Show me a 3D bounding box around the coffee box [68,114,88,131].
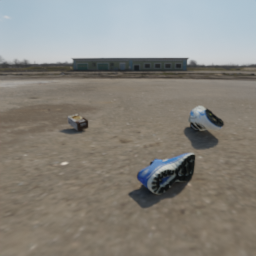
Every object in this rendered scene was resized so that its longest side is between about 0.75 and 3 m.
[{"bbox_3d":[-2.215,-0.247,12.376,0.534,0.377,0.944,-19,32,-33],"label":"coffee box"}]

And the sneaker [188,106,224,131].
[{"bbox_3d":[3.157,-0.245,11.697,1.057,1.066,2.940,39,9,-3],"label":"sneaker"}]

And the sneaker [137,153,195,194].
[{"bbox_3d":[0.982,0.988,6.982,1.879,0.738,0.838,-12,20,-40],"label":"sneaker"}]
